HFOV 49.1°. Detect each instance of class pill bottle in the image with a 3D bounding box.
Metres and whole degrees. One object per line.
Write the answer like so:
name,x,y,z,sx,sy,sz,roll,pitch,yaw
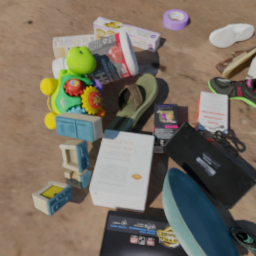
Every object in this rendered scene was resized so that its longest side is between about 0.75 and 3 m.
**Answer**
pill bottle,-1.178,-2.298,10.100,2.843,1.574,1.574,-15,53,10

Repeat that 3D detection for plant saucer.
plant saucer,1.643,2.271,6.651,0.510,2.839,2.839,-38,54,19

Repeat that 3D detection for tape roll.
tape roll,2.206,-5.048,13.092,1.130,0.371,1.130,0,54,-1

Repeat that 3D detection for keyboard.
keyboard,2.323,0.871,7.762,2.521,0.323,1.514,43,106,13

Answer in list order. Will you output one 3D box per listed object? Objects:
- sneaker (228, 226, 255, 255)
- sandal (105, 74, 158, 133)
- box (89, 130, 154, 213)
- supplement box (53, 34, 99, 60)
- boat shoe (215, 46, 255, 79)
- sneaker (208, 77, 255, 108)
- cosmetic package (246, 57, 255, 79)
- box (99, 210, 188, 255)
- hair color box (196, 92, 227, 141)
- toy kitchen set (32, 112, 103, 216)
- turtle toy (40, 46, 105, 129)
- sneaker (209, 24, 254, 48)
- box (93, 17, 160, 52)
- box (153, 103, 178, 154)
sneaker,3.104,2.899,6.954,1.228,0.487,0.463,25,81,18
sandal,0.099,-0.889,9.447,1.184,0.851,2.981,-6,42,45
box,-0.120,1.212,8.047,1.505,1.051,1.977,8,54,6
supplement box,-1.975,-2.998,11.108,1.792,1.129,0.659,-7,55,-4
boat shoe,4.441,-2.795,11.181,2.314,0.835,0.833,-34,61,-16
sneaker,4.112,-1.463,10.049,2.397,1.004,0.920,17,56,12
cosmetic package,5.062,-2.063,10.339,0.951,1.154,0.952,32,56,27
box,0.395,3.304,6.838,2.257,0.561,2.240,7,53,6
hair color box,2.846,-0.395,9.558,0.950,0.548,1.713,10,53,8
toy kitchen set,-1.586,0.919,7.259,1.269,2.154,1.725,8,24,29
turtle toy,-1.522,-1.114,8.605,1.362,2.694,1.964,-2,7,33
sneaker,4.334,-4.132,12.276,2.188,0.823,0.968,-16,43,-19
box,-0.095,-4.104,12.247,2.991,0.620,0.579,21,58,14
box,1.187,0.019,9.028,0.765,0.881,1.442,4,53,5
